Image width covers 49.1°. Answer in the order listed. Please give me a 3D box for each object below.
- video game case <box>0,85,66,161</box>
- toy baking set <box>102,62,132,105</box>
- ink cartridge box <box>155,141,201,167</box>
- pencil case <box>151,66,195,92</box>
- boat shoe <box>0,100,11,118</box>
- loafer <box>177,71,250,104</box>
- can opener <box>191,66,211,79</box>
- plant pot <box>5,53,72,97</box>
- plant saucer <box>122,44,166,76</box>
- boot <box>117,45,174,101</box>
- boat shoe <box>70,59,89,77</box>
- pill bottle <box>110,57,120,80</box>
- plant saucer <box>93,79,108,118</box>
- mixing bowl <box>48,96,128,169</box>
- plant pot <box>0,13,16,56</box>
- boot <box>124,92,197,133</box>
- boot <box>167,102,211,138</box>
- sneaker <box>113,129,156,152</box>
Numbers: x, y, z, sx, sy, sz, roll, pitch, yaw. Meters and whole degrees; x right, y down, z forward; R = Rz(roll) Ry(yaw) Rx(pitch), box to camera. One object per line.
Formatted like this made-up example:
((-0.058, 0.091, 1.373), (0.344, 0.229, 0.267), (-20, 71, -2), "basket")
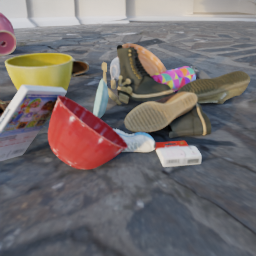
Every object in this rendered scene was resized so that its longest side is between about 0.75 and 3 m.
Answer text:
((-2.356, -0.062, 6.232), (0.187, 2.077, 1.487), (42, 16, 10), "video game case")
((-0.443, -1.535, 9.783), (1.533, 1.177, 0.178), (44, 43, 6), "toy baking set")
((1.214, 0.546, 7.183), (0.958, 0.336, 1.179), (-4, 31, -8), "ink cartridge box")
((1.774, -1.869, 11.368), (2.233, 0.987, 0.987), (-24, 35, -36), "pencil case")
((-3.857, -0.348, 8.257), (0.936, 0.935, 2.659), (-5, 25, -2), "boat shoe")
((3.112, -1.285, 10.183), (2.608, 0.879, 0.992), (-12, 43, 4), "loafer")
((3.086, -2.103, 12.371), (0.812, 0.647, 2.427), (-31, 25, 10), "can opener")
((-3.096, -1.682, 10.155), (2.266, 1.609, 2.266), (0, 26, 0), "plant pot")
((0.641, -2.720, 12.364), (2.467, 0.462, 2.467), (23, 41, -22), "plant saucer")
((0.396, -1.943, 9.617), (1.029, 1.838, 2.657), (-18, 21, -37), "boot")
((-3.144, -2.862, 13.284), (2.597, 0.932, 0.878), (-7, 23, -19), "boat shoe")
((0.022, -3.012, 13.410), (1.088, 1.088, 1.878), (11, 29, 22), "pill bottle")
((-0.838, -0.836, 8.805), (0.263, 1.367, 1.367), (11, 24, -14), "plant saucer")
((-1.078, 0.257, 6.452), (1.949, 1.056, 1.949), (36, 6, -5), "mixing bowl")
((-8.408, -5.897, 17.946), (2.603, 2.603, 2.330), (-20, 48, -35), "plant pot")
((0.856, -0.408, 8.432), (2.263, 0.819, 1.882), (-21, 1, -10), "boot")
((1.658, -0.289, 8.524), (1.194, 0.669, 1.726), (-9, 23, -1), "boot")
((-0.013, 0.447, 7.203), (1.469, 0.551, 0.637), (5, 32, 29), "sneaker")
